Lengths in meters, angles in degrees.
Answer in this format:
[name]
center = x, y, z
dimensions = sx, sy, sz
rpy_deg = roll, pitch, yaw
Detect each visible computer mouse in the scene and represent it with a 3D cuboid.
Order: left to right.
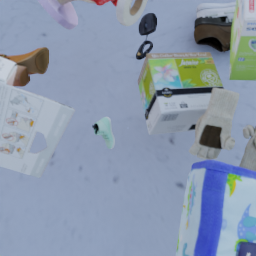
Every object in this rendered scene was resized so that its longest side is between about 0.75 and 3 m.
[computer mouse]
center = 0.454, -2.565, 7.622
dimensions = 0.548, 0.318, 1.871
rpy_deg = -10, 50, 26

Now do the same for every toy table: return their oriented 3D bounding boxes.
[toy table]
center = -1.724, -3.886, 7.326
dimensions = 1.280, 2.009, 2.186
rpy_deg = -31, 105, 25

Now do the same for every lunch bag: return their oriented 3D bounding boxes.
[lunch bag]
center = 1.617, 1.889, 4.518
dimensions = 1.843, 2.892, 2.459
rpy_deg = 3, 78, 34

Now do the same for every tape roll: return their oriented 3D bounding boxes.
[tape roll]
center = 0.115, -2.903, 6.424
dimensions = 0.203, 1.109, 1.109
rpy_deg = 31, 69, 15

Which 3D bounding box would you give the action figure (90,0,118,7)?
[action figure]
center = -1.065, -3.432, 6.194
dimensions = 2.240, 1.109, 0.731
rpy_deg = 32, 105, -21

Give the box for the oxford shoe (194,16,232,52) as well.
[oxford shoe]
center = 3.558, -3.060, 9.670
dimensions = 2.592, 0.942, 1.094
rpy_deg = 6, 79, 8

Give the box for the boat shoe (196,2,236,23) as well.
[boat shoe]
center = 3.609, -4.062, 10.208
dimensions = 2.218, 0.816, 0.741
rpy_deg = 1, 81, 10

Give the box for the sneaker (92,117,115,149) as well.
[sneaker]
center = -0.597, 0.178, 6.568
dimensions = 0.293, 0.797, 0.470
rpy_deg = 7, 24, 43

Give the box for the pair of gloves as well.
[pair of gloves]
center = 2.348, 0.149, 5.843
dimensions = 1.850, 0.324, 1.573
rpy_deg = 21, 106, -3

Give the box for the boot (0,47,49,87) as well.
[boot]
center = -2.362, -1.315, 5.733
dimensions = 1.133, 0.560, 1.460
rpy_deg = 11, 44, 10

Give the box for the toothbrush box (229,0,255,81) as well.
[toothbrush box]
center = 2.687, -2.147, 5.784
dimensions = 0.911, 2.117, 1.541
rpy_deg = 4, 72, 13

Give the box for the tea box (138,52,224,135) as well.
[tea box]
center = 1.318, -0.888, 7.127
dimensions = 1.757, 1.174, 1.728
rpy_deg = -5, 64, -13

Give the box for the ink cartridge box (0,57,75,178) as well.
[ink cartridge box]
center = -2.454, -0.152, 5.306
dimensions = 2.311, 2.663, 0.580
rpy_deg = 19, 47, -19
